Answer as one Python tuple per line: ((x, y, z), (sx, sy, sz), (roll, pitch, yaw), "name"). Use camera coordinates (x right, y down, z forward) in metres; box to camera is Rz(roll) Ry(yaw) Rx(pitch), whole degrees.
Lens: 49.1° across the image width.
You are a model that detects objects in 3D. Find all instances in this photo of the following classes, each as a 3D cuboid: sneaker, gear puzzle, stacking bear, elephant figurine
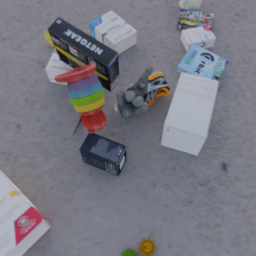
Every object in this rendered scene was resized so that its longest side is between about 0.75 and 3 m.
((0.612, -1.337, 11.516), (2.607, 1.020, 1.007), (-33, 77, -14), "sneaker")
((0.094, 4.367, 8.536), (1.176, 0.297, 2.271), (38, 67, 20), "gear puzzle")
((-1.382, -0.915, 9.593), (1.251, 2.200, 1.336), (4, 29, 42), "stacking bear")
((0.342, -1.235, 10.466), (1.392, 1.269, 1.794), (-13, 31, 30), "elephant figurine")

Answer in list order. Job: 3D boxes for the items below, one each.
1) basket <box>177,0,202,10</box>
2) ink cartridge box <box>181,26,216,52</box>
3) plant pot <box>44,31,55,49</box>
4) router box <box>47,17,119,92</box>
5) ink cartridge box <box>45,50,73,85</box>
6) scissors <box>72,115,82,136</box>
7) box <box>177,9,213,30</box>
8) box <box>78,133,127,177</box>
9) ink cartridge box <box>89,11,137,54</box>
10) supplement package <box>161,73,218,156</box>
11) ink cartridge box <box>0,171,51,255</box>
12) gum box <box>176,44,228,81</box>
((3.112, -6.900, 14.688), (1.313, 1.035, 1.489), (-12, 70, -8), "basket")
((3.333, -4.287, 13.437), (1.354, 0.580, 1.000), (-14, 61, -6), "ink cartridge box")
((-3.505, -4.222, 13.348), (0.781, 0.781, 0.734), (-23, 78, -13), "plant pot")
((-1.607, -2.710, 10.686), (2.666, 2.096, 0.696), (33, 75, 9), "router box")
((-2.594, -2.956, 12.474), (1.446, 0.848, 1.974), (10, 61, 7), "ink cartridge box")
((-1.953, -0.305, 11.340), (0.505, 0.096, 1.380), (34, 74, 20), "scissors")
((3.415, -5.431, 14.258), (1.704, 0.321, 1.163), (11, 60, 6), "box")
((-0.871, 0.955, 10.060), (1.501, 1.114, 0.804), (21, 61, 11), "box")
((-0.711, -4.544, 13.453), (1.396, 0.805, 1.924), (-36, 66, -19), "ink cartridge box")
((2.337, -0.541, 10.694), (1.514, 1.519, 2.589), (17, 61, 10), "supplement package")
((-4.133, 2.841, 8.937), (2.669, 1.143, 1.970), (38, 67, 22), "ink cartridge box")
((3.297, -2.742, 12.468), (1.795, 0.400, 1.525), (30, 69, 10), "gum box")
